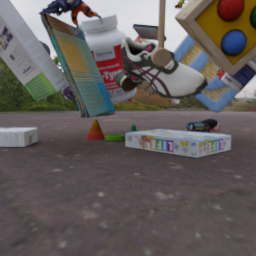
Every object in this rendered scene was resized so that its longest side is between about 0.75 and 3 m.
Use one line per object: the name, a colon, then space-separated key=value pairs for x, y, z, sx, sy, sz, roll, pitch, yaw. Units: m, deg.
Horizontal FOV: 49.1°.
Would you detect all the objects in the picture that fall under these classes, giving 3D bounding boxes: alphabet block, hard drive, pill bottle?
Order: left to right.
pill bottle: x=-0.721 y=-2.443 z=9.998 sx=1.625 sy=2.895 sz=1.625 roll=-10 pitch=27 yaw=5
hard drive: x=0.803 y=-3.598 z=10.583 sx=1.161 sy=0.191 sz=0.810 roll=21 pitch=-7 yaw=36
alphabet block: x=3.032 y=-2.431 z=10.065 sx=2.545 sy=2.531 sz=2.592 roll=41 pitch=24 yaw=-1
pill bottle: x=2.825 y=-1.387 z=6.866 sx=0.583 sy=0.974 sz=0.583 roll=35 pitch=18 yaw=-13

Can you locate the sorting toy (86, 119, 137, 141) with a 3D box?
sorting toy: x=-0.621 y=0.083 z=10.799 sx=2.322 sy=0.800 sz=0.805 roll=2 pitch=5 yaw=30

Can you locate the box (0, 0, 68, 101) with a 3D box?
box: x=-3.100 y=-2.192 z=8.023 sx=0.537 sy=2.953 sz=2.132 roll=-43 pitch=21 yaw=-27

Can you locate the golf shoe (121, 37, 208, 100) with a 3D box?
golf shoe: x=0.795 y=-1.545 z=7.255 sx=2.574 sy=0.994 sz=1.134 roll=25 pitch=-26 yaw=30

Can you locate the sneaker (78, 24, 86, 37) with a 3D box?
sneaker: x=-2.002 y=-4.113 z=12.458 sx=0.489 sy=0.783 sz=1.328 roll=-44 pitch=5 yaw=2

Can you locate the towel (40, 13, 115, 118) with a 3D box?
towel: x=-1.297 y=-1.614 z=7.824 sx=0.310 sy=2.858 sz=2.096 roll=-24 pitch=-2 yaw=18

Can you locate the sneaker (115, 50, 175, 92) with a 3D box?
sneaker: x=0.428 y=-1.919 z=8.862 sx=2.001 sy=0.671 sz=0.898 roll=-34 pitch=36 yaw=-10

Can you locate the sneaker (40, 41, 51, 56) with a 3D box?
sneaker: x=-3.401 y=-2.713 z=9.582 sx=1.003 sy=1.172 sz=2.829 roll=8 pitch=-36 yaw=33

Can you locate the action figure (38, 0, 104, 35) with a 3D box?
action figure: x=-1.568 y=-3.222 z=7.390 sx=1.553 sy=0.812 sz=1.502 roll=-1 pitch=-32 yaw=28

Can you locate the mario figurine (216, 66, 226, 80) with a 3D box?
mario figurine: x=2.856 y=-1.909 z=8.455 sx=0.583 sy=0.944 sz=0.500 roll=15 pitch=-4 yaw=-18

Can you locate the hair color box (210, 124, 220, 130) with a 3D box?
hair color box: x=4.401 y=-0.093 z=15.320 sx=0.592 sy=0.341 sz=1.068 roll=-4 pitch=5 yaw=-33

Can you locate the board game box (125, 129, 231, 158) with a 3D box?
board game box: x=1.506 y=0.416 z=8.816 sx=1.839 sy=0.468 sz=2.735 roll=-5 pitch=7 yaw=-43

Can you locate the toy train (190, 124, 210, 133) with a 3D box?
toy train: x=3.131 y=0.083 z=12.244 sx=0.924 sy=0.527 sz=0.394 roll=0 pitch=4 yaw=-8

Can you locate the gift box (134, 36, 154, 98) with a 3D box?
gift box: x=0.889 y=-2.807 z=13.073 sx=2.026 sy=2.002 sz=2.169 roll=27 pitch=35 yaw=-22

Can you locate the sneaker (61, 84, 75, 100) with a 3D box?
sneaker: x=-1.761 y=-1.285 z=9.538 sx=0.712 sy=0.737 sz=1.767 roll=-22 pitch=-5 yaw=-27

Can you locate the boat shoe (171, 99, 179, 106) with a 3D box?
boat shoe: x=2.245 y=-1.659 z=13.746 sx=0.418 sy=1.161 sz=0.398 roll=-2 pitch=-13 yaw=-31

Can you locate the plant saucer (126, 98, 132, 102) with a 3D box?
plant saucer: x=-0.587 y=-2.634 z=11.794 sx=2.563 sy=2.559 sz=0.470 roll=34 pitch=56 yaw=11

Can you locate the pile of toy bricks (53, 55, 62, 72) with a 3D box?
pile of toy bricks: x=-2.778 y=-2.707 z=11.413 sx=0.664 sy=1.346 sz=0.747 roll=24 pitch=34 yaw=-37

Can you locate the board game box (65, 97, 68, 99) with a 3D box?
board game box: x=-2.558 y=-1.726 z=13.207 sx=0.906 sy=0.157 sz=0.572 roll=-27 pitch=21 yaw=39

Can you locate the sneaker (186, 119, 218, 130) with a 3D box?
sneaker: x=3.825 y=-0.089 z=14.394 sx=1.620 sy=0.593 sz=0.664 roll=-10 pitch=9 yaw=5

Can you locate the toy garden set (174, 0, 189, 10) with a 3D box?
toy garden set: x=1.533 y=-3.262 z=6.702 sx=0.767 sy=0.184 sz=0.920 roll=-49 pitch=5 yaw=-25

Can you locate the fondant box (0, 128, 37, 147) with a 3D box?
fondant box: x=-4.245 y=0.308 z=9.687 sx=1.837 sy=0.535 sz=1.325 roll=1 pitch=5 yaw=0

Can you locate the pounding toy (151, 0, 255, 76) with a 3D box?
pounding toy: x=1.576 y=-2.174 z=5.874 sx=2.295 sy=2.612 sz=1.195 roll=42 pitch=16 yaw=-18
